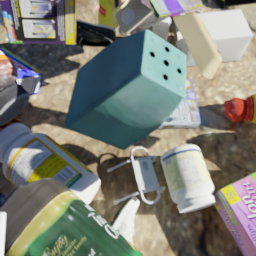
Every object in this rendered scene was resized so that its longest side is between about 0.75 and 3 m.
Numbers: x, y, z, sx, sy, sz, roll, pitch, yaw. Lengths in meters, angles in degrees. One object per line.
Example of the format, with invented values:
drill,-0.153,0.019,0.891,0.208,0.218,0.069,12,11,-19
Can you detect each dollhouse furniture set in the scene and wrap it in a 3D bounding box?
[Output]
dollhouse furniture set,0.604,-2.098,6.413,1.950,2.177,2.747,-30,79,30

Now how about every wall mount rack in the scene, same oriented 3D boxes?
wall mount rack,0.210,1.405,7.737,1.424,0.611,1.639,-10,63,-9

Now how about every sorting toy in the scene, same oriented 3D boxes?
sorting toy,-4.106,-0.504,8.094,2.417,1.452,0.992,22,92,-19

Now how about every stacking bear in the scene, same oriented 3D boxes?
stacking bear,3.913,-0.555,8.505,1.894,1.077,1.150,-1,52,8

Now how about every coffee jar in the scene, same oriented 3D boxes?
coffee jar,-0.579,1.925,3.990,2.806,1.463,1.197,38,80,9

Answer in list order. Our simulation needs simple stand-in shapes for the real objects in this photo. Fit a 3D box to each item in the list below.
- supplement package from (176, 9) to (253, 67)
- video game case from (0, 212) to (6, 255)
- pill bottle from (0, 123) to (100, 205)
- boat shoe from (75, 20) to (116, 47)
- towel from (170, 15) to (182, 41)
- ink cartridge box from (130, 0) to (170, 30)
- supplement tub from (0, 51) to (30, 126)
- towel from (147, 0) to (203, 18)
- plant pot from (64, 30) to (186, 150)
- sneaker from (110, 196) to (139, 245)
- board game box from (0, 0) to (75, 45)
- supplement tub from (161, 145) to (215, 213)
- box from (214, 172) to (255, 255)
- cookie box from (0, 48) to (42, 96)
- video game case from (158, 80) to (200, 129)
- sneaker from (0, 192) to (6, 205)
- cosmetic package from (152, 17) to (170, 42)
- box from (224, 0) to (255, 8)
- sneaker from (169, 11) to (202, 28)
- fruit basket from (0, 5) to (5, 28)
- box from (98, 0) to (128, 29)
supplement package,2.866,-3.055,9.622,2.095,1.255,1.270,-7,63,-4
video game case,-1.714,1.345,3.111,0.734,0.093,0.806,-3,81,16
pill bottle,-2.215,1.094,7.318,2.739,1.545,1.545,36,68,16
boat shoe,-1.201,-2.489,7.678,1.728,0.646,0.573,7,62,-10
towel,1.264,-2.670,7.235,0.133,0.773,0.512,-4,23,33
ink cartridge box,0.752,-4.196,8.690,0.755,1.311,1.796,18,71,-39
supplement tub,-3.651,-1.426,6.281,2.987,1.598,1.598,44,69,-2
towel,0.780,-2.310,4.882,0.992,0.113,0.712,-20,85,-21
plant pot,0.014,-0.794,5.746,1.598,2.261,1.598,23,59,-28
sneaker,-0.005,2.861,6.961,1.220,0.800,2.120,29,74,5
board game box,-2.013,-2.866,6.332,1.614,1.952,0.554,-3,53,-14
supplement tub,1.580,1.349,7.425,1.127,1.127,1.554,-11,64,-6
box,3.507,2.074,7.140,2.000,0.967,1.759,-22,65,-10
cookie box,-4.108,-1.604,8.502,1.900,0.835,2.222,32,30,15
video game case,1.412,-0.759,8.936,1.488,0.373,1.642,-2,63,-1
sneaker,-2.415,1.279,4.561,0.726,1.794,0.663,-25,72,-11
cosmetic package,1.148,-3.432,9.902,0.555,1.094,0.390,17,60,8
box,2.917,-3.550,6.684,0.776,1.101,1.488,11,30,37
sneaker,1.788,-3.930,10.228,1.919,0.786,0.739,-3,104,8
fruit basket,-3.184,-3.246,8.167,1.116,1.205,0.565,38,42,-25
box,-0.427,-3.663,8.192,0.561,2.237,0.842,40,78,0
